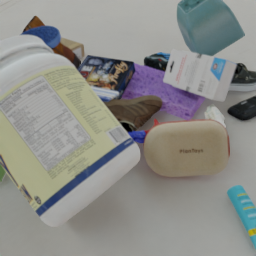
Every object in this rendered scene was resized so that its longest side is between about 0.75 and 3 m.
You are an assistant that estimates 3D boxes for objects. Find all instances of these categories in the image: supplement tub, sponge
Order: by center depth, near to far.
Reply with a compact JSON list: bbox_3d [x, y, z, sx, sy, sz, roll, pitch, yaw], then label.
[{"bbox_3d":[-1.369,0.025,5.012,2.058,2.058,2.838,-35,84,-36],"label":"supplement tub"},{"bbox_3d":[0.890,-1.214,8.628,2.792,0.416,1.558,21,45,22],"label":"sponge"}]

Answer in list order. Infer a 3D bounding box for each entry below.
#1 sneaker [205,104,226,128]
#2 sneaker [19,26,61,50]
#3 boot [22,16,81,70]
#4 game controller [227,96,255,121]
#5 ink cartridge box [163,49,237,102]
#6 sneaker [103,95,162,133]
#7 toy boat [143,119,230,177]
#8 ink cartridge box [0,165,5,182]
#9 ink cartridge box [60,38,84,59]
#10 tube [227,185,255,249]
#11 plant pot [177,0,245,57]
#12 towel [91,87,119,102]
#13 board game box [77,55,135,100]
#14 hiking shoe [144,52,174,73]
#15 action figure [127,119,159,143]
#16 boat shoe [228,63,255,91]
[{"bbox_3d":[2.135,-0.210,7.089,0.468,0.533,1.330,-29,10,23],"label":"sneaker"},{"bbox_3d":[-2.477,-1.748,6.832,1.986,0.774,0.697,-27,68,-1],"label":"sneaker"},{"bbox_3d":[-2.302,-1.949,8.135,0.673,1.966,1.851,-1,62,36],"label":"boot"},{"bbox_3d":[3.523,-0.581,8.083,1.329,0.280,0.694,-22,29,-25],"label":"game controller"},{"bbox_3d":[1.882,-1.469,7.613,0.590,1.024,1.768,1,21,-42],"label":"ink cartridge box"},{"bbox_3d":[0.070,-0.257,7.105,2.325,0.819,0.878,-11,77,-41],"label":"sneaker"},{"bbox_3d":[1.259,0.405,6.280,1.815,1.185,1.187,-3,5,6],"label":"toy boat"},{"bbox_3d":[-2.686,-0.002,6.285,0.498,1.512,2.078,-10,38,5],"label":"ink cartridge box"},{"bbox_3d":[-2.575,-2.830,10.570,1.191,0.543,1.446,27,47,29],"label":"ink cartridge box"},{"bbox_3d":[2.291,1.686,5.218,0.503,0.327,1.298,-8,44,-10],"label":"tube"},{"bbox_3d":[2.206,-3.119,8.129,1.455,1.482,1.451,-31,40,16],"label":"plant pot"},{"bbox_3d":[-0.697,-0.785,6.570,0.825,0.134,1.123,11,17,7],"label":"towel"},{"bbox_3d":[-0.951,-1.114,8.030,1.591,0.406,2.348,13,56,19],"label":"board game box"},{"bbox_3d":[1.504,-2.131,9.453,0.904,0.776,2.085,-37,51,-26],"label":"hiking shoe"},{"bbox_3d":[-0.153,0.298,6.552,1.844,0.603,0.477,-23,72,-11],"label":"action figure"},{"bbox_3d":[3.288,-1.620,8.659,2.525,0.715,0.867,-7,39,-28],"label":"boat shoe"}]
